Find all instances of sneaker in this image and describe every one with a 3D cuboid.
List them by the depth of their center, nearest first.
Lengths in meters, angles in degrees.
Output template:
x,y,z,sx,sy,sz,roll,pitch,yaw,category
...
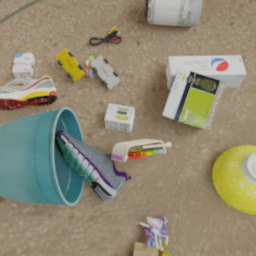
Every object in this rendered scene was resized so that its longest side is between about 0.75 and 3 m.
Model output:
x,y,z,sx,sy,sz,roll,pitch,yaw,category
-1.234,1.072,9.668,2.922,1.087,1.279,48,57,4,sneaker
-4.277,-1.415,10.942,2.862,1.114,1.176,-8,72,-14,sneaker

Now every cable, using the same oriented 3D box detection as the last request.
x,y,z,sx,sy,sz,roll,pitch,yaw,category
-0.946,-4.049,12.848,1.659,0.417,0.806,-26,97,1,cable

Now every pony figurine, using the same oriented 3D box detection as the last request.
x,y,z,sx,sy,sz,roll,pitch,yaw,category
0.833,3.221,8.736,1.010,0.871,1.046,21,58,-24,pony figurine

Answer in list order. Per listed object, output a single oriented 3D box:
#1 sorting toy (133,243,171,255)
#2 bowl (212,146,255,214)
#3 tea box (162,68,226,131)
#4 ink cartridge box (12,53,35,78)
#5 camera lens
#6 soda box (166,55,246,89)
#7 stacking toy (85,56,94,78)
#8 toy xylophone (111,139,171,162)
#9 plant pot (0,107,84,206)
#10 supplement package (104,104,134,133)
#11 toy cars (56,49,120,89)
x,y,z,sx,sy,sz,roll,pitch,yaw,category
0.543,3.960,8.542,1.530,0.259,0.737,12,62,-6,sorting toy
4.172,1.528,9.286,2.423,1.304,2.423,0,63,0,bowl
2.350,-1.015,10.234,1.761,1.196,1.790,20,94,6,tea box
-4.468,-2.664,11.993,0.735,0.424,1.013,-2,62,-1,ink cartridge box
2.017,-5.676,12.710,2.429,1.943,1.943,6,62,4,camera lens
3.127,-2.275,11.489,2.998,0.954,1.021,-1,62,-1,soda box
-1.464,-2.541,11.632,0.356,0.762,0.842,11,41,12,stacking toy
0.478,0.728,9.330,2.035,1.490,0.511,-5,96,-31,toy xylophone
-3.113,1.001,8.796,2.818,2.999,2.999,-6,62,6,plant pot
-0.313,-0.361,10.595,0.984,0.741,0.747,10,63,5,supplement package
-1.623,-2.428,11.604,2.767,0.613,1.241,12,98,3,toy cars
